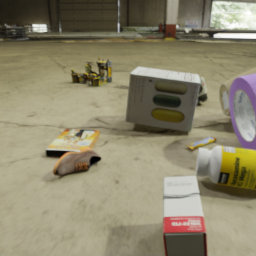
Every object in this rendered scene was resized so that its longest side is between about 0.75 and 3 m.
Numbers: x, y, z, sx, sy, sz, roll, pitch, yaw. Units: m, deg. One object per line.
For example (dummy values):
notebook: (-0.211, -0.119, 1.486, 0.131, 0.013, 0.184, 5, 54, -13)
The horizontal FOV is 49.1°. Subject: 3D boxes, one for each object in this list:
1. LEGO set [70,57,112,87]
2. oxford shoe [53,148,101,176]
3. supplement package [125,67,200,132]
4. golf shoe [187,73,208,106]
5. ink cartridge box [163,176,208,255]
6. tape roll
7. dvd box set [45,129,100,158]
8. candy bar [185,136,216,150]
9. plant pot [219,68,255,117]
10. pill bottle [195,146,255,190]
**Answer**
LEGO set: (-2.183, -3.477, 16.782, 2.605, 1.509, 2.003, 20, 29, 40)
oxford shoe: (-1.294, 0.907, 7.286, 0.521, 0.509, 1.429, 21, 30, 32)
supplement package: (1.263, -1.098, 10.173, 2.335, 1.772, 1.759, 9, 20, 8)
golf shoe: (2.554, -2.095, 13.281, 1.117, 1.275, 2.895, -30, 38, -30)
ink cartridge box: (0.915, 1.622, 4.620, 0.618, 1.065, 1.476, -5, 21, 9)
tape roll: (3.673, -0.409, 8.056, 0.739, 2.253, 2.253, -12, 22, 2)
dvd box set: (-1.668, 0.454, 8.713, 1.206, 0.242, 1.649, 3, 22, 9)
candy bar: (2.314, 0.475, 8.826, 1.203, 0.133, 0.300, -15, 27, -31)
plant pot: (4.880, -1.229, 10.388, 2.639, 2.472, 2.472, -8, 22, 1)
pill bottle: (2.452, 0.918, 6.603, 1.614, 0.907, 0.907, 6, 23, 12)
